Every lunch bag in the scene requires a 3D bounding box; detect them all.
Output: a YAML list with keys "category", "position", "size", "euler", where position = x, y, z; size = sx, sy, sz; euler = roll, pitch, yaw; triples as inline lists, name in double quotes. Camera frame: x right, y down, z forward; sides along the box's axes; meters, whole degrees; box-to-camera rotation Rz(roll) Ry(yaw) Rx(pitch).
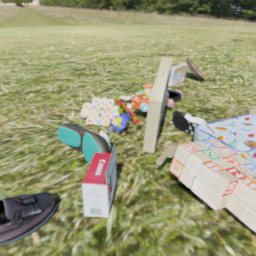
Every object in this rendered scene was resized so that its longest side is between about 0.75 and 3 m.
- category: "lunch bag"
  position: [3.256, 0.385, 7.968]
  size: [2.601, 0.983, 2.084]
  euler: [-10, 24, -25]

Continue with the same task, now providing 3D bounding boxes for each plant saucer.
- category: "plant saucer"
  position: [3.715, -3.247, 15.645]
  size: [1.590, 0.255, 1.590]
  euler: [39, 26, -23]

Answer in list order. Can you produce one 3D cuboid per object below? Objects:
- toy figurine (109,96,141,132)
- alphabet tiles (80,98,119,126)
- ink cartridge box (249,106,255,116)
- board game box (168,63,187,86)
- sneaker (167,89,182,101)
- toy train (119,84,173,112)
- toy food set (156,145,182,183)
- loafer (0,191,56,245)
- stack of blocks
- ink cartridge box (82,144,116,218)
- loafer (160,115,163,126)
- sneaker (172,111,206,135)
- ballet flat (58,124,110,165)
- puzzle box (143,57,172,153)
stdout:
- category: "toy figurine"
  position: [-0.385, -0.344, 9.785]
  size: [0.998, 0.879, 1.666]
  euler: [-43, 31, -1]
- category: "alphabet tiles"
  position: [-1.029, -0.605, 10.550]
  size: [1.430, 0.104, 1.398]
  euler: [6, 48, 2]
- category: "ink cartridge box"
  position: [5.296, -0.357, 10.084]
  size: [1.550, 0.582, 1.277]
  euler: [20, 32, 36]
- category: "board game box"
  position: [2.633, -2.854, 14.938]
  size: [0.246, 0.966, 1.437]
  euler: [26, 35, 28]
- category: "sneaker"
  position: [1.641, -1.540, 12.449]
  size: [1.485, 0.562, 0.650]
  euler: [7, 7, 17]
- category: "toy train"
  position: [0.675, -1.313, 11.430]
  size: [2.031, 0.752, 2.703]
  euler: [-2, 17, -17]
- category: "toy food set"
  position: [1.696, 1.205, 6.894]
  size: [2.022, 0.406, 1.396]
  euler: [27, 27, 20]
- category: "loafer"
  position: [-2.478, 1.763, 5.359]
  size: [2.393, 0.754, 0.860]
  euler: [-22, 33, -38]
- category: "stack of blocks"
  position: [2.216, 1.198, 5.868]
  size: [1.386, 0.705, 2.408]
  euler: [-4, 32, -39]
- category: "ink cartridge box"
  position: [-0.617, 1.116, 6.288]
  size: [0.544, 1.139, 1.298]
  euler: [2, 24, 5]
- category: "loafer"
  position: [1.088, -0.430, 10.388]
  size: [0.449, 0.435, 1.280]
  euler: [-17, 24, -4]
- category: "sneaker"
  position: [2.223, -0.132, 9.697]
  size: [0.724, 0.606, 1.636]
  euler: [-10, 34, -35]
- category: "ballet flat"
  position: [-1.104, 0.389, 8.206]
  size: [0.907, 0.901, 2.651]
  euler: [-10, 26, -38]
- category: "puzzle box"
  position: [0.970, -0.802, 8.914]
  size: [0.360, 1.884, 2.832]
  euler: [11, 40, 8]
